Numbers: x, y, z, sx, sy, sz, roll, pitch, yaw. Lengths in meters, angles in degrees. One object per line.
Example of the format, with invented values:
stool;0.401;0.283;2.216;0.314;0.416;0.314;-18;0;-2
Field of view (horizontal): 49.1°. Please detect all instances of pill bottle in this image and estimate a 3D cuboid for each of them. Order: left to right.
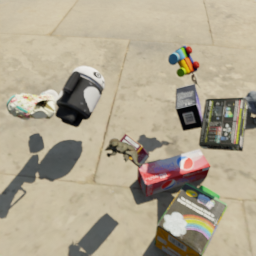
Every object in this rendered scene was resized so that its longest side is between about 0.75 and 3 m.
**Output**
pill bottle;-3.381;-1.226;11.735;0.590;0.590;1.063;-36;18;-29

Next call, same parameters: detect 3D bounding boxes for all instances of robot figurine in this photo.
robot figurine;-1.831;-1.221;10.804;1.466;1.765;2.349;30;74;-16

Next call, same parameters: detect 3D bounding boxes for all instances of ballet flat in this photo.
ballet flat;-3.121;-0.631;9.776;0.909;1.076;2.845;31;12;5

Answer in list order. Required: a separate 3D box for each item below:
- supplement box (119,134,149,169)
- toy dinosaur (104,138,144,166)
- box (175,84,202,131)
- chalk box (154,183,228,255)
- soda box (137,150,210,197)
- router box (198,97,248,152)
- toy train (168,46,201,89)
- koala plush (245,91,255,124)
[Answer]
supplement box;0.146;0.726;8.466;0.668;1.211;0.519;38;84;23
toy dinosaur;-0.124;0.583;7.515;1.394;0.537;0.713;13;24;28
box;2.197;-0.751;10.123;0.744;1.055;1.426;-12;36;19
chalk box;2.170;3.022;9.265;1.545;1.534;2.475;28;52;25
soda box;1.746;1.730;10.932;2.698;0.856;0.945;-14;48;-13
router box;2.976;-0.123;8.744;1.229;0.509;1.640;2;71;36
toy train;2.278;-2.221;10.977;0.781;1.845;1.067;-22;9;43
koala plush;5.468;-0.922;13.217;1.587;1.459;1.408;-18;48;-1
